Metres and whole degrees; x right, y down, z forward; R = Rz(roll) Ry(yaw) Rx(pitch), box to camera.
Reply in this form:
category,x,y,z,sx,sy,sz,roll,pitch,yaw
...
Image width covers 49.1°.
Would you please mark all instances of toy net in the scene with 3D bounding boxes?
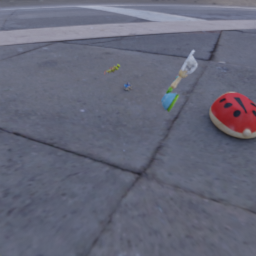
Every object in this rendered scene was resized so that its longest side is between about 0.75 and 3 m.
category,x,y,z,sx,sy,sz,roll,pitch,yaw
toy net,1.037,-0.930,5.429,0.261,1.349,0.708,32,46,3

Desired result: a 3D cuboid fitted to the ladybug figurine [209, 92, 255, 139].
category,x,y,z,sx,sy,sz,roll,pitch,yaw
ladybug figurine,4.170,-0.579,10.758,1.885,0.999,2.776,-1,31,-2

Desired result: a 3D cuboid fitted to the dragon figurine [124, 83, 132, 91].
category,x,y,z,sx,sy,sz,roll,pitch,yaw
dragon figurine,-0.080,-2.036,13.988,0.409,0.242,0.822,18,35,28

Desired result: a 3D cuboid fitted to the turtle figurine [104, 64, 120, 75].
category,x,y,z,sx,sy,sz,roll,pitch,yaw
turtle figurine,-0.670,-2.510,12.143,0.615,0.246,0.763,-16,21,40
